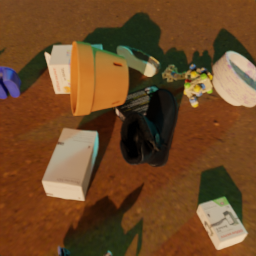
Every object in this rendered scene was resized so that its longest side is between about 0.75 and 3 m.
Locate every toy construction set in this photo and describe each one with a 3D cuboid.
[{"bbox_3d":[2.687,-2.032,12.295,1.635,1.149,2.494,-39,48,-4],"label":"toy construction set"}]

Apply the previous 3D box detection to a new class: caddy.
[{"bbox_3d":[-5.210,-1.943,11.883,1.117,1.580,0.829,-8,64,-8],"label":"caddy"}]

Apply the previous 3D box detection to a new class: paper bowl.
[{"bbox_3d":[4.482,-1.883,11.565,2.392,1.244,2.392,21,46,-24],"label":"paper bowl"}]

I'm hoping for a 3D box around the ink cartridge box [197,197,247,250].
[{"bbox_3d":[2.653,2.703,8.008,0.868,0.501,1.193,-13,47,-13],"label":"ink cartridge box"}]

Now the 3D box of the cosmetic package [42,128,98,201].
[{"bbox_3d":[-1.813,1.153,9.227,1.269,0.913,2.250,6,45,3],"label":"cosmetic package"}]

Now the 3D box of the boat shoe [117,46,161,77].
[{"bbox_3d":[0.485,-3.361,13.695,2.453,0.877,0.733,38,56,23],"label":"boat shoe"}]

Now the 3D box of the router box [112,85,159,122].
[{"bbox_3d":[0.602,-0.862,11.443,2.142,0.547,1.597,-21,49,-19],"label":"router box"}]

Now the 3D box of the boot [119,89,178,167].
[{"bbox_3d":[0.711,-0.168,8.777,1.085,2.387,2.841,4,80,24],"label":"boot"}]

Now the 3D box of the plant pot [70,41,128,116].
[{"bbox_3d":[-1.122,-1.777,10.459,1.865,2.664,2.664,-1,44,-18],"label":"plant pot"}]

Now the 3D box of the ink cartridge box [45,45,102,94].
[{"bbox_3d":[-2.357,-2.573,12.390,2.477,1.592,1.551,-3,47,-1],"label":"ink cartridge box"}]

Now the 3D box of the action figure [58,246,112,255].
[{"bbox_3d":[-1.200,3.574,6.844,1.934,1.046,1.999,-13,46,-24],"label":"action figure"}]
